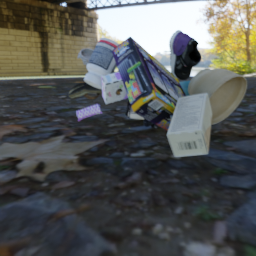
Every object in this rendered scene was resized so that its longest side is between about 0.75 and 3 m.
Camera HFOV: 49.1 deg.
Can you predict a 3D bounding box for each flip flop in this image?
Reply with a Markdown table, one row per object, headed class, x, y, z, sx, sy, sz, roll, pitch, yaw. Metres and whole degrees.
| class | x | y | z | sx | sy | sz | roll | pitch | yaw |
| --- | --- | --- | --- | --- | --- | --- | --- | --- | --- |
| flip flop | -1.610 | -1.546 | 11.880 | 2.290 | 0.659 | 0.929 | -8 | 41 | 37 |

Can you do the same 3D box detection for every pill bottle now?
| class | x | y | z | sx | sy | sz | roll | pitch | yaw |
| --- | --- | --- | --- | --- | --- | --- | --- | --- | --- |
| pill bottle | -0.951 | -2.352 | 10.371 | 1.007 | 1.685 | 1.007 | 25 | -6 | 3 |

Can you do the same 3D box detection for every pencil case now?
| class | x | y | z | sx | sy | sz | roll | pitch | yaw |
| --- | --- | --- | --- | --- | --- | --- | --- | --- | --- |
| pencil case | -1.283 | -0.493 | 9.169 | 0.829 | 0.354 | 0.348 | -19 | -23 | -9 |

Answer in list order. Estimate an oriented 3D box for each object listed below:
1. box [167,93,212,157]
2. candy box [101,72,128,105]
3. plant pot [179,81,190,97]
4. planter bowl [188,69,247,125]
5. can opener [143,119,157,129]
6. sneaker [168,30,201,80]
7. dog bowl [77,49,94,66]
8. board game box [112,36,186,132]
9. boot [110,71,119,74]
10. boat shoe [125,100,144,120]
| class | x | y | z | sx | sy | sz | roll | pitch | yaw |
| --- | --- | --- | --- | --- | --- | --- | --- | --- | --- |
| box | 1.430 | -0.108 | 6.297 | 0.765 | 0.626 | 1.611 | -8 | 30 | 26 |
| candy box | -0.259 | -1.404 | 9.434 | 1.224 | 1.026 | 0.438 | -17 | 59 | -14 |
| plant pot | 2.647 | -1.741 | 14.067 | 1.209 | 1.287 | 1.287 | 1 | 13 | 4 |
| planter bowl | 2.828 | -1.221 | 9.429 | 1.865 | 1.865 | 1.255 | -9 | 43 | -33 |
| can opener | 0.820 | -0.760 | 10.145 | 0.504 | 1.589 | 0.625 | -5 | -20 | 25 |
| sneaker | 1.714 | -1.901 | 8.137 | 0.821 | 0.710 | 1.876 | 37 | -11 | 30 |
| dog bowl | -1.546 | -2.830 | 11.169 | 0.907 | 0.266 | 0.907 | 12 | 46 | -13 |
| board game box | 0.866 | -1.035 | 8.031 | 0.763 | 2.226 | 2.693 | -36 | -36 | 23 |
| boot | -0.248 | -2.178 | 10.276 | 0.595 | 0.772 | 1.592 | -6 | 8 | 35 |
| boat shoe | 1.241 | -0.940 | 11.591 | 2.647 | 1.227 | 0.988 | 5 | 12 | 0 |
